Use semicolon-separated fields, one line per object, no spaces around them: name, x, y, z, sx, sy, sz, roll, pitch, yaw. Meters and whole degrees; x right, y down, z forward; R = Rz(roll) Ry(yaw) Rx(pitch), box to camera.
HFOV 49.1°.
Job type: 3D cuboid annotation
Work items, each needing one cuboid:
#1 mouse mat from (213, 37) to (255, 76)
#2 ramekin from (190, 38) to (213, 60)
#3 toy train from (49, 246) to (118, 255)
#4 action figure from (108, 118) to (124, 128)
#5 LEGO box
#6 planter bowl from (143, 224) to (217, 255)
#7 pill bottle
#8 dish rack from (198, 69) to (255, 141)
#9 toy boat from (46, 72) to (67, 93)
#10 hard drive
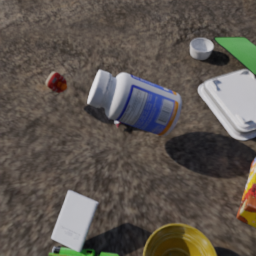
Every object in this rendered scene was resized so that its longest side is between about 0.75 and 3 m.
mouse mat;4.926;-2.953;11.350;2.140;0.100;2.659;-11;51;-30
ramekin;3.032;-3.267;11.710;0.942;0.495;0.942;0;53;0
toy train;-1.107;3.287;6.976;1.840;0.384;0.519;6;44;4
action figure;-0.182;-0.439;9.614;0.764;0.687;1.026;24;71;-23
LEGO box;4.566;2.007;7.485;2.652;1.023;1.975;22;57;16
planter bowl;1.206;3.286;6.736;1.752;0.730;1.752;0;54;-1
pill bottle;0.163;-0.759;8.223;2.514;1.409;1.409;19;53;-14
dish rack;4.148;-1.030;10.013;2.407;0.611;2.805;-18;57;-13
toy boat;-2.318;-1.463;9.473;0.590;0.902;0.589;31;87;13
hard drive;-1.345;2.336;7.059;0.834;0.160;1.265;19;87;14
